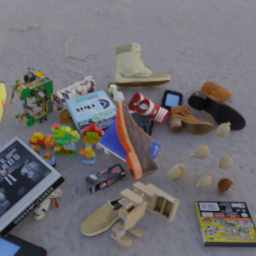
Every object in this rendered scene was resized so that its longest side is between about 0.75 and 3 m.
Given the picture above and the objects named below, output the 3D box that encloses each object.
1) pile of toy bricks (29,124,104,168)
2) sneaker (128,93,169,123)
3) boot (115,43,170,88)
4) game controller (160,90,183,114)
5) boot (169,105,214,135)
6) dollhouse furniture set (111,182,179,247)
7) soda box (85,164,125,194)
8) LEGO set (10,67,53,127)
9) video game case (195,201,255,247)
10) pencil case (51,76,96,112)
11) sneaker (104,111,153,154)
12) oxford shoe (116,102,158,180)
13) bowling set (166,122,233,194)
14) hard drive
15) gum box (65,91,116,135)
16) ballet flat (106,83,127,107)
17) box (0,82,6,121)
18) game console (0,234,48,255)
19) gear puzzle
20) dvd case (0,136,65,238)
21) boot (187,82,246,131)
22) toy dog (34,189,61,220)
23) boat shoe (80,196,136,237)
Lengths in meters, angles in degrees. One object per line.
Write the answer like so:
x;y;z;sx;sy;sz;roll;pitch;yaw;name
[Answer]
-2.273;0.414;9.730;2.738;1.352;1.519;3;39;4;pile of toy bricks
0.872;-0.723;11.804;1.329;0.901;2.301;29;10;-22;sneaker
0.681;-3.060;13.620;2.683;0.977;2.085;-1;81;5;boot
1.960;-1.157;12.509;0.897;0.362;1.719;8;40;10;game controller
2.509;-0.395;11.235;1.707;0.629;1.321;4;44;2;boot
0.492;2.246;7.402;1.018;1.438;1.565;26;27;29;dollhouse furniture set
-0.711;1.618;8.992;1.245;0.394;0.441;-20;44;-24;soda box
-3.901;-1.303;11.056;1.310;2.260;1.738;36;58;24;LEGO set
2.744;2.664;7.846;1.490;0.190;1.347;1;38;0;video game case
-2.427;-1.561;12.501;0.866;0.995;2.225;35;48;21;pencil case
0.133;0.197;10.355;1.254;0.894;2.529;13;36;24;sneaker
0.234;0.319;9.102;0.938;0.918;2.574;-14;80;-13;oxford shoe
2.592;1.167;8.416;1.752;2.517;1.351;46;9;16;bowling set
0.098;0.585;9.623;1.906;0.242;1.257;33;57;1;hard drive
-1.425;-0.679;11.303;1.688;0.443;1.987;-18;41;-18;gum box
-0.565;-1.453;12.653;0.688;0.637;1.951;-17;42;-17;ballet flat
-5.961;-1.025;12.078;1.041;0.693;2.767;-8;39;-11;box
-3.662;3.448;6.638;2.680;0.416;2.370;15;40;18;game console
-1.550;-0.303;11.427;2.756;0.361;1.427;13;40;16;gear puzzle
-3.517;1.563;8.433;2.870;0.355;2.157;28;62;38;dvd case
4.072;-1.031;12.201;2.535;0.922;2.693;25;31;22;boot
-2.309;2.154;8.130;0.529;0.725;1.099;-3;45;36;toy dog
-0.550;2.324;7.868;1.783;0.679;0.639;-27;48;-29;boat shoe
